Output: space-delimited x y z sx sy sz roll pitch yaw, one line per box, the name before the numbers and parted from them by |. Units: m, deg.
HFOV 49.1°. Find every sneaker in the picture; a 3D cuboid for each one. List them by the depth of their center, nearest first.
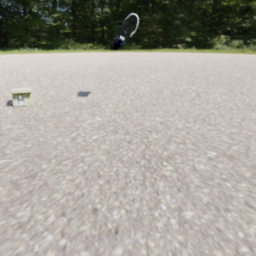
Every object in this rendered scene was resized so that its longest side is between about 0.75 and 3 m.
sneaker | -0.136 -4.443 13.288 0.703 1.924 1.076 31 25 -14

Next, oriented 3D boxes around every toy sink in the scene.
toy sink | -5.352 -1.551 14.224 0.979 0.842 1.503 -7 15 -19
